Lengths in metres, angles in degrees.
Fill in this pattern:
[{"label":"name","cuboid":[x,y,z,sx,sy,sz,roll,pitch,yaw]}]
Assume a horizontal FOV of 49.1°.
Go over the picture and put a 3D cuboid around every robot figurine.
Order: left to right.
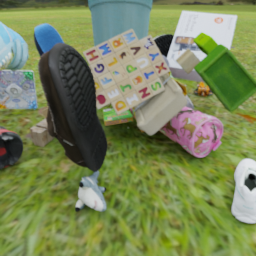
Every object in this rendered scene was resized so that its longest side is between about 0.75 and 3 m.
[{"label":"robot figurine","cuboid":[3.028,-1.542,11.127,0.760,0.305,1.048,8,29,19]}]

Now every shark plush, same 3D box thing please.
[{"label":"shark plush","cuboid":[-0.720,1.311,5.789,0.570,0.622,1.368,10,4,-5]}]

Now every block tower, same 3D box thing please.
[{"label":"block tower","cuboid":[-2.170,-0.075,8.169,0.447,0.479,1.656,11,29,19]}]

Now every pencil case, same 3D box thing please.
[{"label":"pencil case","cuboid":[1.225,-0.220,7.701,1.196,1.144,2.764,-12,29,-31]}]

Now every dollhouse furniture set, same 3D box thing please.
[{"label":"dollhouse furniture set","cuboid":[1.424,-0.797,6.849,2.618,1.314,1.715,-42,26,15]}]

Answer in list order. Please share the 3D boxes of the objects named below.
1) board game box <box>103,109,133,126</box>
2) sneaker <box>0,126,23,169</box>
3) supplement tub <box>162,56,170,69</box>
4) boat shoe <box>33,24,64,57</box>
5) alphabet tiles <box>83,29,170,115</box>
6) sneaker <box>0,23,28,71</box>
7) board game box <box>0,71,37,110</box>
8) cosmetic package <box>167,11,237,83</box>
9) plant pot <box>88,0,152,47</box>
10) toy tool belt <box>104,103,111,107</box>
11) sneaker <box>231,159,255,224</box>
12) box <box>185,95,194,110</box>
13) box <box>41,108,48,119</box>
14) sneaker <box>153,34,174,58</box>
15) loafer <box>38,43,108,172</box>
[{"label":"board game box","cuboid":[-0.340,-0.365,8.330,0.786,0.247,1.645,-10,12,-4]},{"label":"sneaker","cuboid":[-4.017,0.578,6.298,2.957,1.045,1.445,-17,33,-34]},{"label":"supplement tub","cuboid":[0.637,-1.633,8.326,1.276,0.683,0.683,-29,2,45]},{"label":"boat shoe","cuboid":[-1.388,-1.234,6.066,0.826,1.964,0.674,-22,8,-22]},{"label":"alphabet tiles","cuboid":[-0.080,-1.295,6.444,1.947,1.620,0.062,-29,3,-9]},{"label":"sneaker","cuboid":[-3.302,-1.680,7.172,1.163,1.909,2.924,-21,66,21]},{"label":"board game box","cuboid":[-3.787,-1.220,9.286,1.359,1.359,0.176,-1,30,-8]},{"label":"cosmetic package","cuboid":[2.286,-2.565,8.803,1.760,0.603,2.335,13,68,15]},{"label":"plant pot","cuboid":[-0.212,-2.758,7.746,1.893,1.854,1.893,0,9,0]},{"label":"toy tool belt","cuboid":[-1.261,-1.138,8.204,1.566,0.978,0.962,44,24,15]},{"label":"sneaker","cuboid":[2.524,1.074,5.706,0.648,0.738,1.843,9,28,20]},{"label":"box","cuboid":[1.552,-1.210,9.342,0.363,1.191,1.504,-42,20,18]},{"label":"box","cuboid":[-1.795,-0.216,7.290,1.015,0.829,0.108,-16,16,46]},{"label":"sneaker","cuboid":[0.506,-2.420,9.764,2.911,1.025,1.361,-33,23,-25]},{"label":"loafer","cuboid":[-1.154,-0.184,5.237,1.020,2.859,1.043,6,44,15]}]
